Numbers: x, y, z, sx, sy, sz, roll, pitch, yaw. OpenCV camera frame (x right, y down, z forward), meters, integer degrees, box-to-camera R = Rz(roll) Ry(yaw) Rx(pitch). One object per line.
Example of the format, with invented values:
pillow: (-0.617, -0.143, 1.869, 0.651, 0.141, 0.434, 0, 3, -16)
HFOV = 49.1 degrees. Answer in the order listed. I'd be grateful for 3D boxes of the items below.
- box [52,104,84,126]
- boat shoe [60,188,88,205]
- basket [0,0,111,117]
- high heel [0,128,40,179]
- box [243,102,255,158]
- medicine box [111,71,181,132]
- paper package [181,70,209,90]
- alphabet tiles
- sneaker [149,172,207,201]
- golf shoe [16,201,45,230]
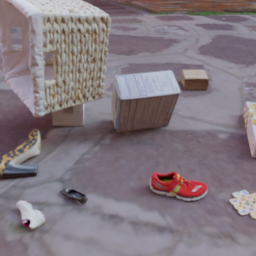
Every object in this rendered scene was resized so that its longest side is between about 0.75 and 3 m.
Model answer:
box: (-2.162, -1.229, 10.340, 1.094, 1.396, 2.245, 1, 31, -8)
boat shoe: (-1.331, 1.616, 6.871, 0.840, 0.239, 0.281, 18, 36, 27)
basket: (-2.248, -2.289, 8.180, 2.271, 2.799, 2.824, -17, 41, -35)
high heel: (-3.246, 0.617, 8.036, 1.360, 0.681, 1.908, 0, 40, -12)
box: (4.253, -0.011, 9.240, 0.581, 0.543, 2.804, 8, 32, 13)
medicine box: (0.499, -0.844, 9.216, 1.950, 1.776, 1.004, -7, 57, -11)
paper package: (3.022, -2.199, 12.801, 1.078, 0.585, 1.131, 1, 32, 2)
alphabet tiles: (2.899, 1.827, 6.698, 0.816, 0.061, 0.834, -10, 33, -15)
sneaker: (1.243, 1.384, 6.895, 1.432, 0.608, 0.551, 4, 32, 7)
golf shoe: (-2.270, 1.941, 6.268, 0.900, 0.339, 0.412, 20, 40, 31)
